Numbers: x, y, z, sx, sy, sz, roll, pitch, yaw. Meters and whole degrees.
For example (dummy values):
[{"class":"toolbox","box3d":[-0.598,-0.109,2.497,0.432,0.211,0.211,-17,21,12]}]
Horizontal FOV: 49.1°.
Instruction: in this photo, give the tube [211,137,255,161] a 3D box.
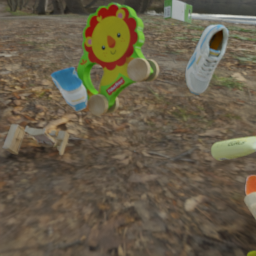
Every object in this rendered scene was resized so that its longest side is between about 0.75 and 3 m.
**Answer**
[{"class":"tube","box3d":[1.697,0.285,4.206,0.321,0.359,1.238,26,-14,-7]}]

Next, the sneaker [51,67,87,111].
[{"class":"sneaker","box3d":[-1.667,-1.153,7.947,0.741,0.782,1.936,-21,36,-10]}]

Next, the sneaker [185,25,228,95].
[{"class":"sneaker","box3d":[2.494,-2.161,8.981,0.864,2.259,0.912,13,15,-7]}]

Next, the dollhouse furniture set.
[{"class":"dollhouse furniture set","box3d":[-2.738,0.527,8.766,1.838,0.953,0.814,7,68,14]}]

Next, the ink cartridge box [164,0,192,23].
[{"class":"ink cartridge box","box3d":[1.509,-3.487,8.452,1.031,0.535,0.306,-9,14,-44]}]

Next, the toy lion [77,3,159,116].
[{"class":"toy lion","box3d":[-0.530,-2.017,7.990,2.508,2.616,0.898,58,29,8]}]

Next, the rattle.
[{"class":"rattle","box3d":[2.362,2.237,5.501,1.759,1.930,2.701,35,16,-19]}]
